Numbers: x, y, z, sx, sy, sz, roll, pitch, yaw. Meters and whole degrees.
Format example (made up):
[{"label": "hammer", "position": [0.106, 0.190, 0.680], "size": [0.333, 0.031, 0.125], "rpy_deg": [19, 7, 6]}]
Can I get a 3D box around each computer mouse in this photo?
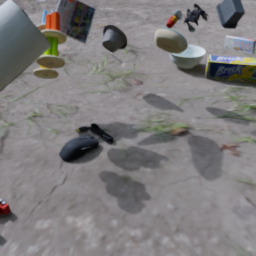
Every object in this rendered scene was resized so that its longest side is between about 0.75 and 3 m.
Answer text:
[{"label": "computer mouse", "position": [-1.394, 0.296, 8.369], "size": [1.702, 0.392, 1.195], "rpy_deg": [-23, 42, -30]}]

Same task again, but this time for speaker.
[{"label": "speaker", "position": [-2.554, -0.984, 4.762], "size": [2.514, 1.021, 1.021], "rpy_deg": [-44, 46, -5]}]

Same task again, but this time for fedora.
[{"label": "fedora", "position": [-0.611, -3.266, 10.609], "size": [1.076, 1.217, 0.549], "rpy_deg": [37, 74, -12]}]

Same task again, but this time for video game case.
[{"label": "video game case", "position": [-1.726, -3.461, 8.893], "size": [1.163, 1.276, 0.147], "rpy_deg": [18, -13, -19]}]

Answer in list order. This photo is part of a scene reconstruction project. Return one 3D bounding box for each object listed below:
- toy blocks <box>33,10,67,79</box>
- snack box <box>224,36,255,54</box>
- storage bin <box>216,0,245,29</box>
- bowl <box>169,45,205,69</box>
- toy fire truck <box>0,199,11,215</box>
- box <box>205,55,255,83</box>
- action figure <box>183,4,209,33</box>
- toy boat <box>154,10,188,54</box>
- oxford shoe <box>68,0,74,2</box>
[{"label": "toy blocks", "position": [-2.410, -2.848, 8.644], "size": [0.811, 2.234, 1.862], "rpy_deg": [4, -11, -24]}, {"label": "snack box", "position": [3.317, -2.486, 8.358], "size": [0.125, 0.370, 1.030], "rpy_deg": [-19, 32, -25]}, {"label": "storage bin", "position": [3.426, -3.841, 9.170], "size": [0.699, 0.645, 0.961], "rpy_deg": [-3, 73, -17]}, {"label": "bowl", "position": [2.725, -3.296, 13.241], "size": [1.738, 0.781, 1.738], "rpy_deg": [1, 35, 0]}, {"label": "toy fire truck", "position": [-3.031, 1.891, 6.175], "size": [1.019, 0.248, 0.719], "rpy_deg": [19, 39, 26]}, {"label": "box", "position": [4.700, -2.547, 12.120], "size": [2.559, 0.823, 0.897], "rpy_deg": [7, 35, 11]}, {"label": "action figure", "position": [2.463, -3.983, 10.168], "size": [0.854, 0.733, 1.437], "rpy_deg": [-29, 27, 28]}, {"label": "toy boat", "position": [1.544, -3.252, 9.640], "size": [1.280, 1.523, 0.708], "rpy_deg": [28, 68, 17]}, {"label": "oxford shoe", "position": [-1.708, -4.431, 8.204], "size": [0.720, 0.707, 1.986], "rpy_deg": [34, 30, -32]}]
